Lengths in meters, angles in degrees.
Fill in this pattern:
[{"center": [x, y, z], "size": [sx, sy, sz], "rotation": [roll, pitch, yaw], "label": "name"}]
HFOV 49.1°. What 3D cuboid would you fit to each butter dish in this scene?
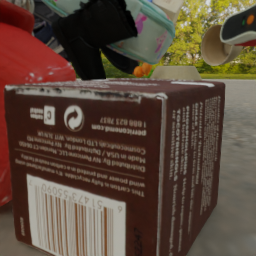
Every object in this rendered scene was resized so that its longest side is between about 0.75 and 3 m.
[{"center": [-1.470, -0.088, 3.772], "size": [2.001, 2.707, 2.700], "rotation": [25, 14, -4], "label": "butter dish"}]

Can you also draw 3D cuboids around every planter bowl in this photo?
[{"center": [3.087, -2.615, 8.928], "size": [0.842, 1.251, 1.251], "rotation": [-6, 14, -31], "label": "planter bowl"}]

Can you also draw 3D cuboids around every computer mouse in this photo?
[{"center": [-1.968, -3.193, 7.743], "size": [2.780, 0.733, 1.925], "rotation": [29, 11, -4], "label": "computer mouse"}]

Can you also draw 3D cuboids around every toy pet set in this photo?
[{"center": [0.596, -3.154, 9.228], "size": [1.450, 2.550, 2.731], "rotation": [26, 54, 5], "label": "toy pet set"}]

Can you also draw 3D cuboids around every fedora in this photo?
[{"center": [-0.210, -3.404, 10.143], "size": [1.363, 2.985, 2.985], "rotation": [-36, 22, -12], "label": "fedora"}]

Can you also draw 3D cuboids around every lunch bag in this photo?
[{"center": [-0.372, -2.444, 5.912], "size": [2.810, 1.083, 2.254], "rotation": [35, 19, 5], "label": "lunch bag"}]

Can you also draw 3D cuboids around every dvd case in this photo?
[{"center": [-3.285, -3.175, 10.222], "size": [2.059, 2.770, 0.221], "rotation": [-23, 43, -22], "label": "dvd case"}]

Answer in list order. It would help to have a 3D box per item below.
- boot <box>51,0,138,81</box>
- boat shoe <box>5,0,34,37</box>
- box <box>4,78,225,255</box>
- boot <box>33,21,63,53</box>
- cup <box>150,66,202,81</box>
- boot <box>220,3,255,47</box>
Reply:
[{"center": [-0.431, -1.465, 4.772], "size": [1.258, 1.535, 0.568], "rotation": [-17, 34, 24], "label": "boot"}, {"center": [-2.148, -2.180, 4.948], "size": [0.935, 1.024, 2.845], "rotation": [-12, -10, -15], "label": "boat shoe"}, {"center": [0.011, 0.291, 2.983], "size": [1.574, 1.558, 1.898], "rotation": [7, 14, 29], "label": "box"}, {"center": [-3.175, -2.612, 9.077], "size": [2.213, 0.805, 0.999], "rotation": [-26, -32, 15], "label": "boot"}, {"center": [1.597, -1.223, 9.575], "size": [2.474, 1.769, 2.474], "rotation": [0, 12, 0], "label": "cup"}, {"center": [3.458, -2.096, 5.960], "size": [1.810, 0.908, 2.508], "rotation": [8, 7, -17], "label": "boot"}]
